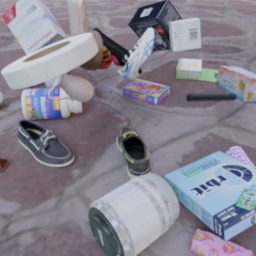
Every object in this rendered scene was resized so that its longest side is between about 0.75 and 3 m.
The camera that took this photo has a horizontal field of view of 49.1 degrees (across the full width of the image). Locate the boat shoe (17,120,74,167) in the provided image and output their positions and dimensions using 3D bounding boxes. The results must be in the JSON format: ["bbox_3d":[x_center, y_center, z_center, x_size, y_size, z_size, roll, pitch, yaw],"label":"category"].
[{"bbox_3d":[-3.047,0.496,9.979,2.790,0.875,1.014,24,41,32],"label":"boat shoe"}]

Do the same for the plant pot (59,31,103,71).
[{"bbox_3d":[-1.480,-2.324,8.405,1.043,1.202,1.202,-7,32,-32],"label":"plant pot"}]

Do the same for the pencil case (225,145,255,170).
[{"bbox_3d":[3.728,1.258,9.113,0.650,0.662,1.548,-37,29,18],"label":"pencil case"}]

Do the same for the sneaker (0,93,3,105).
[{"bbox_3d":[-6.320,-0.800,12.241,0.757,0.764,2.107,43,50,-8],"label":"sneaker"}]

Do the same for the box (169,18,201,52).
[{"bbox_3d":[2.003,-3.293,9.921,1.000,0.995,0.653,-7,21,4],"label":"box"}]

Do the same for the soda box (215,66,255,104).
[{"bbox_3d":[4.148,-1.658,10.363,0.808,0.869,2.541,3,22,-6],"label":"soda box"}]

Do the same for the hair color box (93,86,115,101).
[{"bbox_3d":[-0.904,-1.286,10.482,0.804,0.398,0.244,15,47,35],"label":"hair color box"}]

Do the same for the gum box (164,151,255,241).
[{"bbox_3d":[2.606,1.693,7.810,2.166,0.568,2.549,-20,24,-20],"label":"gum box"}]

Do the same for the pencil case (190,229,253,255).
[{"bbox_3d":[2.197,2.919,6.629,1.399,0.612,0.612,16,37,21],"label":"pencil case"}]

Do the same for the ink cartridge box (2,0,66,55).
[{"bbox_3d":[-3.597,-3.882,11.263,1.511,2.079,1.504,-35,-8,9],"label":"ink cartridge box"}]

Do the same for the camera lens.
[{"bbox_3d":[0.112,2.153,6.871,1.919,1.535,1.535,-25,41,-32],"label":"camera lens"}]

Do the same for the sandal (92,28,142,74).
[{"bbox_3d":[-0.497,-3.015,11.479,2.811,0.634,1.056,28,29,-38],"label":"sandal"}]

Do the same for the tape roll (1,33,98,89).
[{"bbox_3d":[-1.827,-1.612,6.613,2.319,0.424,2.319,-17,26,9],"label":"tape roll"}]

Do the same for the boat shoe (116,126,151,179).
[{"bbox_3d":[0.184,0.625,9.829,0.977,0.826,2.742,-7,34,-11],"label":"boat shoe"}]

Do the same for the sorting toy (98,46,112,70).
[{"bbox_3d":[-1.355,-2.518,9.309,1.716,0.705,1.031,5,43,-9],"label":"sorting toy"}]

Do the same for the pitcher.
[{"bbox_3d":[-1.838,-1.200,9.010,1.257,1.078,0.762,26,11,-34],"label":"pitcher"}]

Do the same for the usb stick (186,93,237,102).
[{"bbox_3d":[2.772,-1.018,9.371,1.663,0.271,0.461,-2,3,-7],"label":"usb stick"}]

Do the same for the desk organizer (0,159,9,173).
[{"bbox_3d":[-4.762,1.126,9.371,1.304,0.502,0.468,3,34,4],"label":"desk organizer"}]

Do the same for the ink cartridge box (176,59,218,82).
[{"bbox_3d":[4.120,-3.301,15.998,2.608,0.625,1.897,6,34,12],"label":"ink cartridge box"}]

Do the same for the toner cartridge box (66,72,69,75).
[{"bbox_3d":[-4.940,-3.481,16.190,2.961,0.639,1.407,2,34,3],"label":"toner cartridge box"}]

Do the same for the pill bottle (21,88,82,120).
[{"bbox_3d":[-3.188,-1.040,11.919,2.340,1.311,1.311,-4,34,-6],"label":"pill bottle"}]

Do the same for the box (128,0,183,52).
[{"bbox_3d":[1.297,-4.172,11.691,1.919,1.747,0.999,16,72,54],"label":"box"}]

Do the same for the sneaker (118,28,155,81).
[{"bbox_3d":[0.298,-2.546,9.747,0.730,2.016,0.724,16,32,-27],"label":"sneaker"}]

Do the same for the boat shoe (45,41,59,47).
[{"bbox_3d":[-2.790,-2.987,10.306,0.771,0.325,0.265,-15,47,26],"label":"boat shoe"}]

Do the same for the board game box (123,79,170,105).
[{"bbox_3d":[0.901,-1.821,13.878,1.943,0.435,1.306,19,38,26],"label":"board game box"}]

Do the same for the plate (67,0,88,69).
[{"bbox_3d":[-2.089,-4.414,12.187,0.466,2.884,2.878,-3,35,-3],"label":"plate"}]

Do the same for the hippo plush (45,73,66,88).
[{"bbox_3d":[-4.344,-2.833,14.724,1.921,1.903,2.390,27,46,-11],"label":"hippo plush"}]
